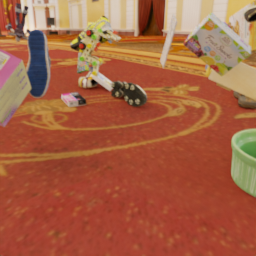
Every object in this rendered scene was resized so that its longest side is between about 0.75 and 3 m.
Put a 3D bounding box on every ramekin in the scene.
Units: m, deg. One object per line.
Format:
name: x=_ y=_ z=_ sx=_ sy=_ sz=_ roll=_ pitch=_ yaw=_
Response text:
ramekin: x=3.953 y=0.995 z=7.562 sx=2.342 sy=1.144 sz=2.342 roll=0 pitch=23 yaw=0

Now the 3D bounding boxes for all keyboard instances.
keyboard: x=1.721 y=-3.668 z=12.048 sx=0.121 sy=2.276 sz=0.641 roll=4 pitch=49 yaw=-7

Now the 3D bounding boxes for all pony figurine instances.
pony figurine: x=3.514 y=-3.088 z=10.741 sx=1.858 sy=2.231 sz=2.154 roll=3 pitch=33 yaw=5

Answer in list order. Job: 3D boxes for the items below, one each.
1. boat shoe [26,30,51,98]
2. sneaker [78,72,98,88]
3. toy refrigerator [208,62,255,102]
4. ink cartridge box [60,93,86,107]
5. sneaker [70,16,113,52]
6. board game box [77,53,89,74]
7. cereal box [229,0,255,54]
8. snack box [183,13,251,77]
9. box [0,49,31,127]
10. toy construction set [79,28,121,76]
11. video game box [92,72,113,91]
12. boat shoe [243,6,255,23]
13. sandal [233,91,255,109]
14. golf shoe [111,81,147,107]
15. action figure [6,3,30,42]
boat shoe: x=-3.042 y=-2.166 z=9.793 sx=0.830 sy=2.298 sz=0.832 roll=3 pitch=1 yaw=-1
sneaker: x=-2.167 y=-2.921 z=17.280 sx=0.966 sy=0.804 sz=2.145 roll=14 pitch=34 yaw=18
toy refrigerator: x=3.037 y=-1.048 z=6.776 sx=2.040 sy=0.714 sz=0.775 roll=28 pitch=22 yaw=11
ink cartridge box: x=-2.882 y=-1.519 z=14.509 sx=0.887 sy=0.347 sz=1.873 roll=-11 pitch=23 yaw=-24
sneaker: x=-1.579 y=-3.957 z=12.035 sx=2.332 sy=0.891 sz=0.879 roll=-13 pitch=-12 yaw=35
board game box: x=-1.737 y=-2.566 z=10.866 sx=0.567 sy=0.842 sz=0.123 roll=-8 pitch=-14 yaw=41
cereal box: x=3.908 y=-3.190 z=9.342 sx=0.410 sy=1.492 sz=2.074 roll=-2 pitch=7 yaw=-1
snack box: x=1.810 y=-1.666 z=5.709 sx=1.105 sy=0.786 sz=0.293 roll=35 pitch=49 yaw=-12
box: x=-3.785 y=-1.137 z=8.264 sx=0.879 sy=1.819 sz=1.600 roll=27 pitch=70 yaw=-1
toy construction set: x=-0.788 y=-2.035 z=7.173 sx=0.821 sy=1.252 sz=0.577 roll=39 pitch=11 yaw=6
video game box: x=-1.506 y=-2.801 z=16.582 sx=1.332 sy=0.312 sz=1.214 roll=35 pitch=15 yaw=-16
boat shoe: x=3.334 y=-2.827 z=6.721 sx=1.036 sy=0.369 sz=0.312 roll=-18 pitch=55 yaw=19
sandal: x=6.093 y=-1.768 z=14.444 sx=1.186 sy=0.792 sz=2.902 roll=8 pitch=24 yaw=17
golf shoe: x=0.251 y=-1.865 z=14.397 sx=1.254 sy=1.099 sz=2.848 roll=-6 pitch=24 yaw=-33
action figure: x=-3.981 y=-3.809 z=10.335 sx=0.903 sy=1.388 sz=0.482 roll=7 pitch=5 yaw=-41
